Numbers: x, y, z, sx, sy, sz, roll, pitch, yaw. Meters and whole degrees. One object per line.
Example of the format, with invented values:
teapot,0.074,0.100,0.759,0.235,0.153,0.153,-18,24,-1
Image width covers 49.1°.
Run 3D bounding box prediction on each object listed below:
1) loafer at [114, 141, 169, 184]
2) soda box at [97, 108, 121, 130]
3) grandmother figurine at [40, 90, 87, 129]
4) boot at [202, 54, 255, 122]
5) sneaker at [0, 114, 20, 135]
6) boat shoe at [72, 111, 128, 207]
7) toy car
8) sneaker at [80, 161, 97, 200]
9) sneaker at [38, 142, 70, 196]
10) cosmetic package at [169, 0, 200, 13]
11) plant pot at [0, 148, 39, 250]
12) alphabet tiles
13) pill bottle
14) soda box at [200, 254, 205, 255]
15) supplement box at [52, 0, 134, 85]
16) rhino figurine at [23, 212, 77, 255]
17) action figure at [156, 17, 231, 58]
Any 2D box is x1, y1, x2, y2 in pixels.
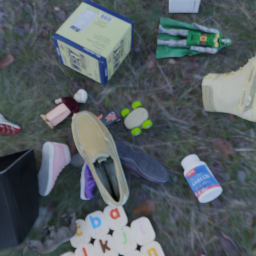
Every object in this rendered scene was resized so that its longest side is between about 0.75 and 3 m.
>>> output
loafer,0.235,1.142,8.706,2.122,0.668,0.763,29,45,7
soda box,-0.897,-0.115,9.228,1.307,0.414,0.462,-29,72,-11
grandmother figurine,-2.048,-0.667,9.418,1.666,0.505,1.010,-42,83,-12
boot,3.401,-1.687,8.597,1.011,2.159,2.778,-7,107,-38
sneaker,-4.169,-0.210,9.179,1.323,0.515,0.543,24,42,-8
boat shoe,-0.755,0.769,7.792,1.049,1.115,2.927,-28,81,-6
toy car,0.413,-0.250,8.988,0.823,1.043,0.857,-34,72,18
sneaker,-1.212,1.564,8.588,0.508,0.491,1.219,3,84,-14
sneaker,-2.220,1.252,8.589,0.626,0.870,1.664,16,98,39
cosmetic package,2.188,-5.190,10.995,1.133,0.697,1.129,3,68,5
plant pot,-3.560,1.971,7.378,2.228,2.233,1.981,-15,101,1
alphabet tiles,-0.485,3.745,7.851,2.884,0.210,2.821,-23,71,-8
pill bottle,2.122,1.473,8.332,0.738,0.738,1.315,-21,52,-8
soda box,2.407,4.147,7.565,0.498,0.451,1.424,-42,75,-13
supplement box,-1.154,-2.978,9.773,2.001,1.343,1.999,29,69,11
rhino figurine,-2.033,2.923,7.472,1.590,0.475,0.695,-23,104,-39
action figure,2.380,-3.204,10.122,2.609,0.713,1.541,6,94,6
